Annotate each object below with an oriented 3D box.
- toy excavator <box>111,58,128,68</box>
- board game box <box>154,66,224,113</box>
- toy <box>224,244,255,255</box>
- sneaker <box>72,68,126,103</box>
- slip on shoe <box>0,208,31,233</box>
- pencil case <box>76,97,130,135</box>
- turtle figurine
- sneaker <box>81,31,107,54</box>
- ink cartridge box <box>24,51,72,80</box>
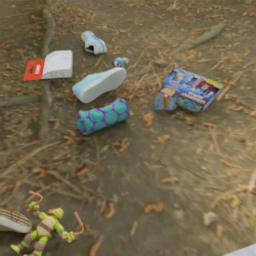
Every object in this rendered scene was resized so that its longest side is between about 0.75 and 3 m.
[{"bbox_3d":[-0.319,-3.156,13.443,0.419,0.816,0.839,25,77,25],"label":"toy excavator"},{"bbox_3d":[2.222,-1.349,11.317,2.345,0.723,2.343,29,51,27],"label":"board game box"},{"bbox_3d":[3.097,3.342,6.436,2.039,0.481,1.174,-11,47,-14],"label":"toy"},{"bbox_3d":[-1.249,-2.043,11.910,2.544,0.941,1.043,-32,56,-30],"label":"sneaker"},{"bbox_3d":[-3.439,2.466,7.365,1.839,0.699,0.557,18,87,5],"label":"slip on shoe"},{"bbox_3d":[-0.914,-0.450,10.256,1.903,0.810,0.879,-20,84,-22],"label":"pencil case"},{"bbox_3d":[-2.207,2.577,7.171,1.887,0.608,1.522,30,57,17],"label":"turtle figurine"},{"bbox_3d":[-2.013,-4.431,14.683,0.861,0.745,1.988,-33,51,-23],"label":"sneaker"},{"bbox_3d":[-3.752,-2.986,13.257,2.182,0.623,1.774,-2,43,-8],"label":"ink cartridge box"}]
